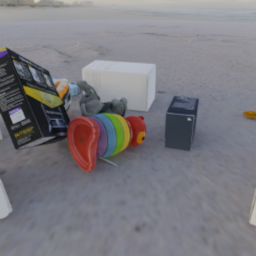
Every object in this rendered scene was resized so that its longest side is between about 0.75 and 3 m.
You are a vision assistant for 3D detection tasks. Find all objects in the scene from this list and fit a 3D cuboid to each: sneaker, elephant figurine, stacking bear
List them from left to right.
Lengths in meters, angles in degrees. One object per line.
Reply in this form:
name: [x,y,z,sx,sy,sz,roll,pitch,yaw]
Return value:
sneaker: [-2.539,-0.602,9.570,1.020,1.007,2.607,2,43,18]
elephant figurine: [-1.011,-0.547,8.679,1.794,1.269,1.392,16,27,5]
stacking bear: [-0.398,0.175,7.605,2.200,1.336,1.251,-10,28,-40]

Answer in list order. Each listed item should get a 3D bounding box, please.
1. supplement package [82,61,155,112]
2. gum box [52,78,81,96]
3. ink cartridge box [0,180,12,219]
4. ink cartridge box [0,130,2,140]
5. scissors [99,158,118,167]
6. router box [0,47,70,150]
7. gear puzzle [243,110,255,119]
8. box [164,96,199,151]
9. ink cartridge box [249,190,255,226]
supplement package: [-0.314,-1.709,11.096,2.589,1.519,1.514,7,27,14]
gum box: [-3.161,-1.680,11.993,1.525,0.400,1.795,18,26,23]
ink cartridge box: [-3.456,1.224,5.814,1.446,0.848,1.974,-20,31,-28]
ink cartridge box: [-4.973,0.071,8.260,1.924,0.805,1.396,-23,34,-38]
scissors: [-0.806,0.755,7.662,1.380,0.096,0.505,16,15,18]
router box: [-2.354,-0.621,7.100,0.696,2.096,2.666,-23,-2,4]
gear puzzle: [5.136,-0.313,9.636,2.271,0.297,1.176,20,32,35]
box: [1.621,-0.180,8.430,0.804,1.114,1.501,7,26,15]
ink cartridge box: [3.869,1.192,5.575,1.970,1.143,2.669,20,34,35]
